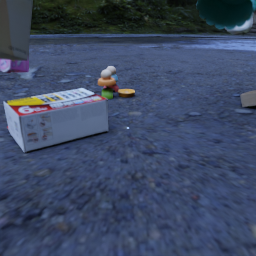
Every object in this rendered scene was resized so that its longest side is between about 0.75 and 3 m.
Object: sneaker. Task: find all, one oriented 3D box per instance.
[{"bbox_3d":[3.222,-4.038,8.321,0.960,2.578,1.123,-4,-9,13],"label":"sneaker"}]

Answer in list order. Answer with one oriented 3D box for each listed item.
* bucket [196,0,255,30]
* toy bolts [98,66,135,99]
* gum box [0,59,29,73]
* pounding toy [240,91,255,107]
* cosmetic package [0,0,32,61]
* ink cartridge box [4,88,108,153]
[{"bbox_3d":[2.499,-3.264,6.943,1.399,1.399,0.910,13,66,28],"label":"bucket"},{"bbox_3d":[-0.457,-1.738,10.365,1.344,0.976,1.407,-3,22,-7],"label":"toy bolts"},{"bbox_3d":[-2.237,-1.543,5.424,0.326,0.985,0.559,2,6,15],"label":"gum box"},{"bbox_3d":[4.301,-0.984,8.890,0.900,0.469,1.025,-18,7,-38],"label":"pounding toy"},{"bbox_3d":[-1.424,-1.549,2.842,0.566,1.591,0.837,8,7,17],"label":"cosmetic package"},{"bbox_3d":[-1.873,-0.353,7.059,2.112,0.886,1.854,-15,26,-32],"label":"ink cartridge box"}]
